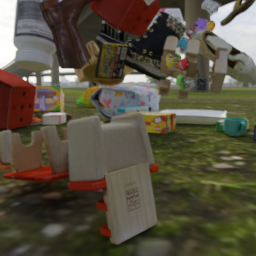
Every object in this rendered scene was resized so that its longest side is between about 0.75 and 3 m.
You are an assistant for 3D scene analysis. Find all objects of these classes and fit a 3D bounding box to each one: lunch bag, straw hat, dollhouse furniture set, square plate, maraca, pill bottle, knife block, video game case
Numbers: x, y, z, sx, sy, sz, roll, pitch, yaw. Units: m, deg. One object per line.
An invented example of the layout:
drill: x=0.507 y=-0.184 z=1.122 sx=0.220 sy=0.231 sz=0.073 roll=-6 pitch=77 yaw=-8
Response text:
lunch bag: x=-0.124 y=-1.203 z=13.218 sx=2.648 sy=1.684 sz=2.246 roll=17 pitch=18 yaw=32
straw hat: x=-0.802 y=-2.125 z=9.856 sx=1.562 sy=0.661 sz=1.562 roll=5 pitch=-19 yaw=2
dollhouse furniture set: x=1.707 y=-1.640 z=7.440 sx=1.649 sy=1.515 sz=1.073 roll=11 pitch=50 yaw=9
dollhouse furniture set: x=-0.808 y=0.573 z=3.600 sx=2.372 sy=1.222 sz=2.347 roll=-8 pitch=0 yaw=-44
square plate: x=2.890 y=-0.521 z=12.666 sx=2.939 sy=0.422 sz=2.967 roll=2 pitch=8 yaw=20
maraca: x=-2.862 y=-2.394 z=21.957 sx=2.860 sy=1.530 sz=1.961 roll=-5 pitch=32 yaw=33
pill bottle: x=-3.026 y=-3.209 z=9.228 sx=1.407 sy=2.473 sz=1.407 roll=3 pitch=-5 yaw=0
knife block: x=-0.876 y=-3.360 z=12.884 sx=2.779 sy=2.440 sz=0.889 roll=-31 pitch=26 yaw=37
video game case: x=-0.519 y=-2.100 z=8.830 sx=0.984 sy=1.089 sz=0.139 roll=-5 pitch=28 yaw=-37
knife block: x=-1.087 y=-2.575 z=11.600 sx=2.079 sy=0.758 sz=2.369 roll=-16 pitch=-16 yaw=-37

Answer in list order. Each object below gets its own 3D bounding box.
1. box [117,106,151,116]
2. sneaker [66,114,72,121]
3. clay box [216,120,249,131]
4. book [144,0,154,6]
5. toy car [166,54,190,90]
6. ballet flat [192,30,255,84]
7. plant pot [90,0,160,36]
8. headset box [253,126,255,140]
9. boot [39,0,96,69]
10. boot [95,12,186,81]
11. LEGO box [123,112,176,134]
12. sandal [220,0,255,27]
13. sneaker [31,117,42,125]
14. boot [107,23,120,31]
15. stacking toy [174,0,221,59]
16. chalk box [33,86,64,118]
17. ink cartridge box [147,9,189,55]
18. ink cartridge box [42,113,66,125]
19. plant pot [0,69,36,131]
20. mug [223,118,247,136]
box: x=0.266 y=-0.483 z=11.290 sx=0.422 sy=0.707 sz=1.719 roll=11 pitch=13 yaw=38
sneaker: x=-2.991 y=-0.523 z=12.865 sx=1.054 sy=0.354 sz=0.473 roll=-1 pitch=12 yaw=15
clay box: x=3.758 y=-0.105 z=9.974 sx=0.824 sy=0.341 sz=1.434 roll=6 pitch=11 yaw=34
book: x=0.171 y=-3.039 z=4.748 sx=1.056 sy=1.581 sz=0.380 roll=-51 pitch=18 yaw=-21
toy car: x=1.074 y=-1.149 z=5.967 sx=0.187 sy=0.790 sz=0.840 roll=-27 pitch=29 yaw=-11
ballet flat: x=2.947 y=-2.042 z=8.157 sx=2.418 sy=0.815 sz=0.754 roll=27 pitch=-7 yaw=-8
plant pot: x=0.030 y=-3.249 z=7.419 sx=1.365 sy=1.363 sz=1.203 roll=0 pitch=51 yaw=-41
headset box: x=4.101 y=0.155 z=7.798 sx=0.822 sy=0.438 sz=0.944 roll=-5 pitch=9 yaw=-28
boot: x=-1.211 y=-2.474 z=7.212 sx=1.660 sy=1.781 sz=0.572 roll=-22 pitch=11 yaw=-10
boot: x=0.508 y=-3.226 z=10.078 sx=2.867 sy=2.166 sz=1.035 roll=27 pitch=2 yaw=-9
LEGO box: x=0.763 y=-0.214 z=9.803 sx=1.561 sy=0.602 sz=1.162 roll=4 pitch=9 yaw=26
sandal: x=3.503 y=-3.845 z=9.018 sx=1.375 sy=0.371 sz=0.552 roll=-37 pitch=-16 yaw=22
sneaker: x=-4.004 y=-0.431 z=11.344 sx=1.083 sy=0.607 sz=0.420 roll=-1 pitch=8 yaw=-6
boot: x=-0.584 y=-4.002 z=10.008 sx=0.526 sy=1.498 sz=1.095 roll=-31 pitch=-1 yaw=10
stacking toy: x=2.269 y=-3.202 z=9.883 sx=0.556 sy=2.366 sz=1.784 roll=42 pitch=3 yaw=12
chalk box: x=-4.177 y=-1.211 z=13.344 sx=2.063 sy=1.277 sz=1.283 roll=0 pitch=-12 yaw=-6
ink cartridge box: x=1.647 y=-4.045 z=11.811 sx=1.385 sy=1.914 sz=0.807 roll=-5 pitch=-25 yaw=-11
ink cartridge box: x=-3.075 y=-0.383 z=11.695 sx=0.719 sy=0.419 sz=0.987 roll=0 pitch=9 yaw=3
plant pot: x=-4.695 y=-0.953 z=10.188 sx=1.982 sy=2.247 sz=2.249 roll=13 pitch=11 yaw=12
mug: x=3.326 y=-0.018 z=8.737 sx=0.694 sy=0.522 sz=0.845 roll=5 pitch=10 yaw=26
